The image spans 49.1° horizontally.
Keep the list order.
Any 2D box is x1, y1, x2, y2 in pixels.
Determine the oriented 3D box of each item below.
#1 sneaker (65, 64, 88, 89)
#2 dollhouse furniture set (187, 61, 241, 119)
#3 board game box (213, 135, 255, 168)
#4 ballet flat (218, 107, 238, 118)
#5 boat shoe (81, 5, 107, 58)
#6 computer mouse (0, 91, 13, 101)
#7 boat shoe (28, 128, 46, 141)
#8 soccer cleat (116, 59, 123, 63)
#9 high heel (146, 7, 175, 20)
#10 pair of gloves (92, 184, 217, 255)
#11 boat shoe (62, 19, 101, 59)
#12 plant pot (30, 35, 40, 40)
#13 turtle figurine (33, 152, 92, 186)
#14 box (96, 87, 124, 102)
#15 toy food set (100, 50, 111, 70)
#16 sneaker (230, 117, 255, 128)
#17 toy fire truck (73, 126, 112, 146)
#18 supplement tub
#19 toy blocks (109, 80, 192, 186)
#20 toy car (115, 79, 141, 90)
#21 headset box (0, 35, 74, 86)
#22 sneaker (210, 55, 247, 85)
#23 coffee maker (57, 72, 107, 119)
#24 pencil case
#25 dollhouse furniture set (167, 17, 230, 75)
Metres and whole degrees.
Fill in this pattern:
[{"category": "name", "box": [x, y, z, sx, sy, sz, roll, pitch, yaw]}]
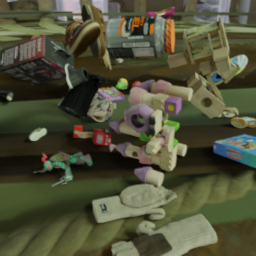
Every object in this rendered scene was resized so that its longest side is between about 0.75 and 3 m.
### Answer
[{"category": "sneaker", "box": [-1.303, -1.379, 7.127, 0.523, 0.373, 1.054, -21, 39, -1]}, {"category": "dollhouse furniture set", "box": [3.169, -1.646, 9.943, 1.166, 1.854, 2.097, 37, 28, -9]}, {"category": "board game box", "box": [3.999, 0.710, 9.185, 1.464, 0.433, 1.925, -11, 13, -20]}, {"category": "ballet flat", "box": [4.190, -0.679, 12.425, 1.414, 0.498, 0.461, -1, 40, 5]}, {"category": "boat shoe", "box": [-1.317, -4.420, 12.649, 0.979, 1.036, 2.881, -5, 68, -27]}, {"category": "computer mouse", "box": [-6.657, -1.170, 13.277, 2.063, 0.676, 2.938, 0, 21, -7]}, {"category": "boat shoe", "box": [-3.527, 0.246, 10.756, 0.270, 0.323, 0.903, 10, 23, 19]}, {"category": "soccer cleat", "box": [-0.542, -3.260, 11.732, 0.387, 1.118, 0.434, -39, 31, -27]}, {"category": "high heel", "box": [1.350, -4.816, 11.634, 1.279, 0.614, 0.431, 1, 44, -26]}, {"category": "pair of gloves", "box": [0.481, 2.258, 6.643, 2.223, 0.458, 2.615, -16, 26, -19]}, {"category": "boat shoe", "box": [-1.643, -2.942, 8.907, 0.932, 0.930, 2.583, -36, 11, -17]}, {"category": "plant pot", "box": [-4.942, -4.118, 17.377, 2.298, 2.636, 2.636, 18, 26, -6]}, {"category": "turtle figurine", "box": [-1.989, 1.135, 8.554, 1.607, 0.809, 1.203, -14, 29, -36]}, {"category": "box", "box": [-0.956, -1.762, 14.706, 1.025, 0.293, 1.498, -11, 29, -21]}, {"category": "toy food set", "box": [-1.311, -3.695, 14.114, 0.390, 1.341, 1.942, -13, -11, 6]}, {"category": "sneaker", "box": [4.779, -0.235, 11.681, 1.129, 0.427, 0.495, 6, 16, -3]}, {"category": "toy fire truck", "box": [-1.321, 0.260, 10.092, 1.269, 0.439, 1.800, 5, 6, -12]}, {"category": "supplement tub", "box": [0.442, -3.146, 9.821, 2.268, 1.390, 1.390, 2, 27, 14]}, {"category": "toy blocks", "box": [0.317, 0.022, 8.609, 2.392, 2.655, 2.841, 15, 31, 26]}, {"category": "toy car", "box": [-0.127, -2.423, 15.632, 1.742, 0.388, 1.639, 15, 20, 27]}, {"category": "headset box", "box": [-2.401, -1.812, 7.710, 1.723, 0.646, 1.281, -9, -16, 24]}, {"category": "sneaker", "box": [4.333, -2.454, 11.927, 1.887, 0.714, 0.991, -37, 1, 8]}, {"category": "coffee maker", "box": [-1.257, -0.884, 7.449, 0.780, 1.158, 1.113, 27, -11, -28]}, {"category": "pencil case", "box": [-1.611, -1.169, 12.745, 1.162, 1.011, 2.598, -11, 29, -27]}, {"category": "dollhouse furniture set", "box": [1.689, -1.997, 7.279, 1.656, 0.920, 1.464, -12, 35, 25]}]
